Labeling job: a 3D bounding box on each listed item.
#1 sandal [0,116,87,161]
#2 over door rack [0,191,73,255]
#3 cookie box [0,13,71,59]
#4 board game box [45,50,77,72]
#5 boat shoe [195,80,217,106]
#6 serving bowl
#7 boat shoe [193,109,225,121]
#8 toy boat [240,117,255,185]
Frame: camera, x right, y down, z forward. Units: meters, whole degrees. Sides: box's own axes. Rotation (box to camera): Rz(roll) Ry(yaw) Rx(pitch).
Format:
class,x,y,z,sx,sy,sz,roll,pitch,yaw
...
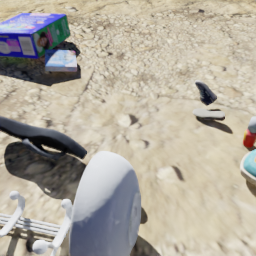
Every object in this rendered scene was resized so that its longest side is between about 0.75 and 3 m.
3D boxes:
class,x,y,z,sx,sy,sz,roll,pitch,yaw
sandal,-1.942,0.338,6.079,2.466,0.938,0.528,13,68,25
over door rack,-2.223,2.043,3.931,2.115,0.954,2.863,7,41,9
cookie box,-3.612,-3.451,10.286,2.067,0.908,2.417,8,38,17
board game box,-2.230,-2.235,9.273,0.992,0.215,0.987,-2,47,-15
boat shoe,2.039,-0.937,7.602,0.763,0.285,0.354,43,79,-1
serving bowl,-0.178,1.275,4.083,0.605,1.840,1.840,4,40,14
boat shoe,2.094,-0.315,7.267,0.824,0.235,0.276,10,59,31
toy boat,2.902,0.518,5.857,1.396,0.772,1.661,-6,41,-7
